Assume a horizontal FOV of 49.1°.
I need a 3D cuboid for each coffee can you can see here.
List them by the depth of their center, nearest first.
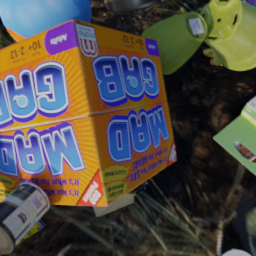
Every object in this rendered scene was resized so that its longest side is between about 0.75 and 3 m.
[{"bbox_3d":[-1.775,1.387,4.419,0.656,0.656,0.896,20,32,13],"label":"coffee can"}]

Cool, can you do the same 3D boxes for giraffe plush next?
[{"bbox_3d":[3.489,-2.804,11.096,0.781,0.905,0.734,-9,89,-19],"label":"giraffe plush"}]

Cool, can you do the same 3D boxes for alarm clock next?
[{"bbox_3d":[0.050,-4.074,8.316,1.892,0.934,2.806,-36,41,-21],"label":"alarm clock"}]

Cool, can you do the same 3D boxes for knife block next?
[{"bbox_3d":[-0.265,1.714,7.569,1.540,1.352,0.493,-19,57,-12],"label":"knife block"}]

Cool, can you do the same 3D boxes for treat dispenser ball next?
[{"bbox_3d":[-2.379,-3.471,8.217,2.595,2.595,2.595,0,56,0],"label":"treat dispenser ball"}]

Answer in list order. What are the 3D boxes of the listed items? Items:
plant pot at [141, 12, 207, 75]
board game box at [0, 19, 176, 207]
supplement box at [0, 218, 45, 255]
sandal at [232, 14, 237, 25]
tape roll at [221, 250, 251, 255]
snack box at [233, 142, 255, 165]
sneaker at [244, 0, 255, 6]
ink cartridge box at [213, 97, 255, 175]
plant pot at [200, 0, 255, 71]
[{"bbox_3d":[1.318,-2.398,7.536,1.476,1.578,1.476,5,79,-26],"label":"plant pot"},{"bbox_3d":[-1.004,-0.250,6.026,2.854,2.857,2.855,-8,94,32],"label":"board game box"},{"bbox_3d":[-3.050,2.567,7.334,1.425,0.776,0.780,-30,61,-19],"label":"supplement box"},{"bbox_3d":[4.600,-5.172,12.707,2.524,0.569,0.948,19,58,12],"label":"sandal"},{"bbox_3d":[2.568,3.548,6.698,1.068,0.733,1.068,0,56,0],"label":"tape roll"},{"bbox_3d":[4.574,0.131,9.240,2.884,0.351,1.037,-25,60,-16],"label":"snack box"},{"bbox_3d":[6.140,-5.823,13.076,0.674,0.697,1.672,-33,63,-20],"label":"sneaker"},{"bbox_3d":[4.394,0.051,8.713,2.833,0.679,2.062,-34,63,-22],"label":"ink cartridge box"},{"bbox_3d":[2.904,-2.723,7.772,1.762,1.916,1.916,6,44,-46],"label":"plant pot"}]
